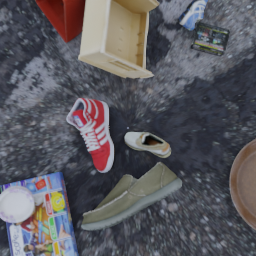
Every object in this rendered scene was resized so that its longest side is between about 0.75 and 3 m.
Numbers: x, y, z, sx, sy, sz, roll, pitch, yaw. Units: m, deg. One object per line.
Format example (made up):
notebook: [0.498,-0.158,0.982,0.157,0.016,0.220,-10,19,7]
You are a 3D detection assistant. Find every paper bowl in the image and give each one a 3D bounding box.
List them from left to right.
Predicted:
paper bowl: [-2.916,1.961,7.285,0.897,0.466,0.897,-2,95,-21]

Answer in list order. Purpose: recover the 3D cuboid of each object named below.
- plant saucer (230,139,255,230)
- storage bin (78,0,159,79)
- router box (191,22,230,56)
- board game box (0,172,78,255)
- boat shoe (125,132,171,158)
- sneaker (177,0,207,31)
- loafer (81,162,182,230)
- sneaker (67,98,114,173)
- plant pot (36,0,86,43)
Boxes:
plant saucer: [4.174,1.620,7.868,2.806,0.513,2.806,0,78,0]
storage bin: [-0.137,-2.688,7.744,1.037,2.198,2.214,-1,82,42]
router box: [2.578,-2.782,8.799,1.048,0.325,0.785,16,79,4]
board game box: [-2.437,2.615,7.711,1.677,0.427,2.478,-13,79,-2]
boat shoe: [0.496,0.350,7.831,1.478,0.505,0.552,15,60,32]
sneaker: [2.172,-3.728,8.953,0.554,0.545,1.438,42,81,-16]
loafer: [0.013,1.843,7.637,2.904,1.092,1.012,-25,71,-12]
sneaker: [-1.041,0.176,7.723,0.749,1.182,2.102,-18,72,33]
plant pot: [-1.681,-4.076,8.393,1.629,1.847,1.848,-33,80,-18]
